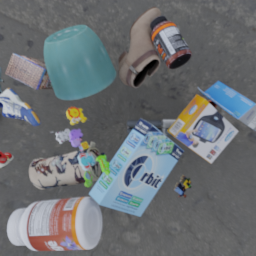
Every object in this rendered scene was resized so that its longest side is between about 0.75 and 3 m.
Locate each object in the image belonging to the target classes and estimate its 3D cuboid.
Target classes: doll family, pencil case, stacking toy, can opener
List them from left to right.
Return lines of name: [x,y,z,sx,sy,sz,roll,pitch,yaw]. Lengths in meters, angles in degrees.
pencil case: [-2.126,1.353,9.519,2.732,1.063,1.222,-14,67,24]
stacking toy: [-1.339,0.625,7.904,0.483,1.551,2.058,-21,77,-33]
can opener: [1.021,-0.006,10.019,2.191,0.728,0.577,2,101,12]
doll family: [1.974,2.101,9.943,0.498,0.338,0.861,41,75,0]

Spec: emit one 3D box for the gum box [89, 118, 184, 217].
gum box: [0.359,1.281,8.285,0.566,2.158,2.540,32,87,42]

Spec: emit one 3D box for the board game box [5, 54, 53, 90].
board game box: [-3.417,-2.031,10.340,1.275,1.600,0.775,27,102,5]

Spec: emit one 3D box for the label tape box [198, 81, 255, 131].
label tape box: [3.650,-0.824,9.563,0.773,2.340,1.676,-54,46,14]

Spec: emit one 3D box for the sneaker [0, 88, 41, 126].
sneaker: [-3.199,-0.445,8.094,1.604,0.604,0.707,38,69,23]

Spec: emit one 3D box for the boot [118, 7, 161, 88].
boot: [0.583,-2.638,9.528,0.931,1.938,2.651,19,116,-33]

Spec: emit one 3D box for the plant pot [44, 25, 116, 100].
plant pot: [-1.719,-2.264,9.231,2.239,2.239,1.797,-22,124,-4]

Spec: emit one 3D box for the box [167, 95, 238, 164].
box: [2.638,0.176,9.396,2.536,0.526,1.510,33,99,-33]

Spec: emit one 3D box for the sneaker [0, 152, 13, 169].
sneaker: [-4.018,0.939,8.969,0.435,1.130,0.480,-26,104,-7]

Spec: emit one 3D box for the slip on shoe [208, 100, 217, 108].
slip on shoe: [3.111,-0.481,11.752,0.649,0.536,1.753,40,84,5]

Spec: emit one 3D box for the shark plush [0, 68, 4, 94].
shark plush: [-4.204,-1.513,9.070,0.355,0.388,0.853,-12,87,-9]

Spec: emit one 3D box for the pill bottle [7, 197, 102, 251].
pill bottle: [-2.089,2.751,7.956,2.449,1.374,1.374,-10,80,18]

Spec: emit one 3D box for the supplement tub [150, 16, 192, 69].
supplement tub: [1.320,-2.808,9.116,0.888,0.888,1.661,-24,74,-4]
